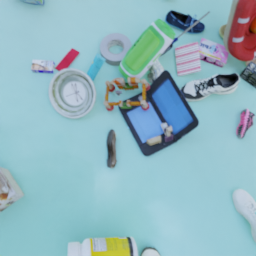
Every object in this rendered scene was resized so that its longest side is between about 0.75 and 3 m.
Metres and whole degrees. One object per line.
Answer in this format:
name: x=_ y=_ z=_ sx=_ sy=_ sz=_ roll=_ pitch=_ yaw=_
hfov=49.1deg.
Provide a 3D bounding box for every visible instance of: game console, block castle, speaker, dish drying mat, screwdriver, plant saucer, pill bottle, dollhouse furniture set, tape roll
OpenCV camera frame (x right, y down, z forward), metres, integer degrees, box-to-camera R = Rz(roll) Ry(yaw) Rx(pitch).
game console: x=0.972 y=-0.489 z=9.939 sx=1.997 sy=1.384 sz=2.339 roll=-26 pitch=74 yaw=-8
block castle: x=-0.046 y=-1.198 z=10.360 sx=1.664 sy=0.781 sz=1.112 roll=0 pitch=77 yaw=13
speaker: x=0.649 y=-2.784 z=10.248 sx=1.017 sy=1.017 sz=2.299 roll=51 pitch=119 yaw=13
dish drying mat: x=-2.443 y=-2.704 z=11.265 sx=0.432 sy=0.102 sz=1.125 roll=33 pitch=77 yaw=11
screwdriver: x=2.089 y=-3.549 z=10.766 sx=2.531 sy=0.368 sz=0.353 roll=-31 pitch=29 yaw=23
plant saucer: x=-2.032 y=-1.279 z=10.434 sx=1.847 sy=0.463 sz=1.847 roll=2 pitch=101 yaw=11
pill bottle: x=-0.795 y=3.901 z=8.384 sx=1.998 sy=1.142 sz=1.142 roll=2 pitch=73 yaw=-12
dollhouse furniture set: x=1.028 y=0.116 z=9.922 sx=0.950 sy=0.753 sz=0.674 roll=-18 pitch=59 yaw=-1
tape roll: x=-0.487 y=-3.138 z=11.222 sx=1.273 sy=0.421 sz=1.273 roll=0 pitch=74 yaw=1

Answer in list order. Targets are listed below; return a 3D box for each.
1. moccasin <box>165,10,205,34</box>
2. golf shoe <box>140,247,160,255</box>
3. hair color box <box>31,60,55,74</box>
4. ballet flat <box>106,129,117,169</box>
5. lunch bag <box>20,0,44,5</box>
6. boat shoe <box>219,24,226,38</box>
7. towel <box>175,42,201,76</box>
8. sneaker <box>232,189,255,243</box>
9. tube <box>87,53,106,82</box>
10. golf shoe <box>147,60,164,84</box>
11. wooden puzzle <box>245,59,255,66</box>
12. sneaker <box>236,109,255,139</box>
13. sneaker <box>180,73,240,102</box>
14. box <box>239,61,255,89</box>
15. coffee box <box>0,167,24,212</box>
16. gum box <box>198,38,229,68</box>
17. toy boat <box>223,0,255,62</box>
moccasin: x=2.360 y=-4.304 z=11.412 sx=1.698 sy=0.579 sz=0.683 roll=11 pitch=69 yaw=-7
golf shoe: x=0.764 y=4.843 z=8.589 sx=0.846 sy=0.965 sz=2.191 roll=-1 pitch=72 yaw=1
hair color box: x=-3.373 y=-2.423 z=11.092 sx=0.834 sy=0.270 sz=0.456 roll=3 pitch=73 yaw=2
ballet flat: x=-0.558 y=0.755 z=10.097 sx=0.331 sy=0.482 sz=1.430 roll=9 pitch=69 yaw=-27
lunch bag: x=-4.363 y=-5.833 z=11.457 sx=1.616 sy=1.374 sz=1.030 roll=8 pitch=84 yaw=8
boat shoe: x=4.929 y=-3.927 z=11.277 sx=2.408 sy=0.758 sz=0.878 roll=10 pitch=74 yaw=3
towel: x=2.357 y=-2.701 z=11.035 sx=0.942 sy=0.193 sz=1.288 roll=-9 pitch=74 yaw=26
sneaker: x=4.172 y=2.876 z=9.183 sx=0.730 sy=0.858 sz=1.940 roll=-22 pitch=68 yaw=-6
tube: x=-1.348 y=-2.138 z=10.733 sx=0.346 sy=0.531 sz=1.372 roll=33 pitch=96 yaw=30
golf shoe: x=1.089 y=-2.372 z=11.040 sx=0.697 sy=0.561 sz=1.434 roll=5 pitch=70 yaw=-26
wooden puzzle: x=5.801 y=-2.532 z=10.823 sx=1.679 sy=0.338 sz=1.814 roll=-46 pitch=74 yaw=10
sneaker: x=4.391 y=-0.103 z=10.359 sx=0.558 sy=0.462 sz=1.171 roll=23 pitch=80 yaw=-17
sneaker: x=3.034 y=-1.636 z=10.486 sx=2.266 sy=0.993 sz=0.857 roll=-13 pitch=76 yaw=-2
box: x=4.823 y=-1.999 z=10.719 sx=0.898 sy=0.735 sz=0.387 roll=39 pitch=78 yaw=11
coffee box: x=-4.762 y=2.400 z=9.370 sx=2.036 sy=0.812 sz=1.164 roll=-37 pitch=77 yaw=-10
gum box: x=3.371 y=-2.972 z=11.166 sx=1.273 sy=0.421 sz=0.722 roll=22 pitch=75 yaw=7
toy boat: x=4.608 y=-3.509 z=9.685 sx=1.866 sy=2.859 sz=1.869 roll=-27 pitch=55 yaw=-15
